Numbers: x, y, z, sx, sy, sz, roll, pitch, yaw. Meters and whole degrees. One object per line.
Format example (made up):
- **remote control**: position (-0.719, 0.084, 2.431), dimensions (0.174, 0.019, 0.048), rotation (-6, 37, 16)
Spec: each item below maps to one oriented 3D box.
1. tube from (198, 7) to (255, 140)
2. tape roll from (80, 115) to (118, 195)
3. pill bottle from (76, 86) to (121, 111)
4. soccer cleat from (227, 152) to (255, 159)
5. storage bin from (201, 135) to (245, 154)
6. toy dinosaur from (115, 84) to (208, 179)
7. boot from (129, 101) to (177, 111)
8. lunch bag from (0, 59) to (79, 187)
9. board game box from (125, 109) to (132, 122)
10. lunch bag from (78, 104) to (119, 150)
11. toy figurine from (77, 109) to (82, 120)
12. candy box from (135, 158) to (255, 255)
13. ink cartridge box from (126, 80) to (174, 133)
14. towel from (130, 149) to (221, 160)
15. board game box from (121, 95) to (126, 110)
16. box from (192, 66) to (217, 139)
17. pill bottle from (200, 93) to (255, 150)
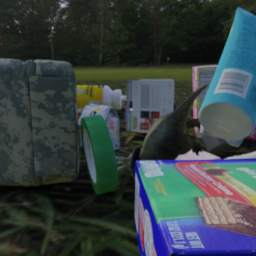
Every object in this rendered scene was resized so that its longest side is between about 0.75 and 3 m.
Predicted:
- **tube**: position (1.559, -0.856, 3.650), dimensions (0.883, 0.575, 2.282), rotation (32, 58, 2)
- **tape roll**: position (-0.572, 0.493, 5.269), dimensions (0.352, 1.466, 1.466), rotation (-11, 15, -16)
- **pill bottle**: position (-1.591, -1.414, 13.957), dimensions (2.459, 1.377, 1.377), rotation (1, 13, 2)
- **soccer cleat**: position (2.370, 0.796, 5.852), dimensions (0.697, 0.623, 1.798), rotation (28, 31, 37)
- **storage bin**: position (2.527, 0.244, 7.322), dimensions (0.887, 0.961, 1.320), rotation (-21, -17, -6)
- **toy dinosaur**: position (0.746, 0.312, 5.346), dimensions (1.310, 2.561, 0.986), rotation (4, 47, -36)
- **boot**: position (1.400, -1.175, 14.079), dimensions (2.503, 0.916, 1.884), rotation (0, 12, 26)
- **lunch bag**: position (-2.262, -0.162, 5.686), dimensions (2.192, 2.613, 1.821), rotation (-5, 14, -24)
- **board game box**: position (0.540, -0.533, 11.958), dimensions (1.093, 0.529, 0.872), rotation (-11, 17, -40)
- **lunch bag**: position (-0.859, -0.020, 8.036), dimensions (1.068, 1.259, 0.801), rotation (11, 15, 38)
- **toy figurine**: position (-1.347, -0.237, 11.051), dimensions (1.544, 0.814, 0.925), rotation (-12, 46, -35)
- **candy box**: position (1.594, 1.138, 3.180), dimensions (2.861, 1.102, 2.419), rotation (1, 9, -4)
- **ink cartridge box**: position (0.769, -0.742, 9.765), dimensions (1.604, 1.827, 0.766), rotation (3, 4, 9)
- **towel**: position (1.097, 0.764, 6.752), dimensions (1.651, 0.266, 1.577), rotation (-7, 13, -26)
- **board game box**: position (-0.186, -1.461, 15.953), dimensions (1.706, 0.585, 2.064), rotation (6, 14, 18)
- **box**: position (2.901, -0.994, 9.847), dimensions (1.122, 2.321, 2.042), rotation (-1, 13, 9)
- **pill bottle**: position (2.274, -0.142, 4.781), dimensions (1.916, 1.067, 1.067), rotation (8, 14, 10)
